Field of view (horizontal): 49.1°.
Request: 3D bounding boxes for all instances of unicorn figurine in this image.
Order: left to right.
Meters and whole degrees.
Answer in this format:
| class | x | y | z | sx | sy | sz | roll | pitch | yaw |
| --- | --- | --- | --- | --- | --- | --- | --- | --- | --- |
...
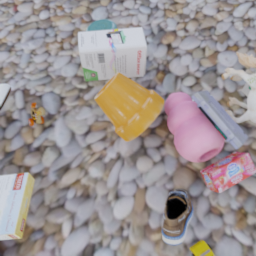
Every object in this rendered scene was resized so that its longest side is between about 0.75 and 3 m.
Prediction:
| class | x | y | z | sx | sy | sz | roll | pitch | yaw |
| --- | --- | --- | --- | --- | --- | --- | --- | --- | --- |
| unicorn figurine | 3.954 | -0.785 | 8.595 | 2.007 | 2.922 | 1.079 | 17 | 52 | 42 |

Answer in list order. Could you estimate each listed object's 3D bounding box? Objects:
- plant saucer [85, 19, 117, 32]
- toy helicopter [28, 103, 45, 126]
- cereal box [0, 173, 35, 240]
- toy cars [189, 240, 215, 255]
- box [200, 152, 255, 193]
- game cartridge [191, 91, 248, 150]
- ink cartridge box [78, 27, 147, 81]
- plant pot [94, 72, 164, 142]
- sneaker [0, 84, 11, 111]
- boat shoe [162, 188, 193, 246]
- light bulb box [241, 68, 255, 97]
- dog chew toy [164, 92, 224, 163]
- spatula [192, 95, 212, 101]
| class | x | y | z | sx | sy | sz | roll | pitch | yaw |
| --- | --- | --- | --- | --- | --- | --- | --- | --- | --- |
| plant saucer | -1.078 | -3.839 | 10.877 | 1.272 | 0.174 | 1.272 | -6 | 55 | 9 |
| toy helicopter | -2.826 | -0.494 | 8.739 | 0.428 | 1.086 | 0.718 | -16 | 92 | -35 |
| cereal box | -3.772 | 2.106 | 7.370 | 2.334 | 0.461 | 1.679 | -6 | 50 | 7 |
| toy cars | 1.937 | 3.866 | 6.839 | 0.947 | 0.468 | 2.112 | 9 | 63 | 5 |
| box | 2.850 | 1.245 | 8.006 | 1.325 | 0.661 | 0.633 | -25 | 93 | -12 |
| game cartridge | 2.532 | -0.265 | 7.734 | 1.810 | 0.347 | 1.173 | 53 | 33 | 12 |
| ink cartridge box | -0.515 | -2.474 | 9.562 | 2.153 | 1.559 | 0.904 | -6 | 62 | -3 |
| plant pot | -0.075 | -0.726 | 8.226 | 1.548 | 1.691 | 1.691 | 42 | 66 | -13 |
| sneaker | -4.525 | -0.369 | 8.144 | 1.116 | 0.960 | 2.636 | 37 | 88 | -18 |
| boat shoe | 1.282 | 2.010 | 7.063 | 0.713 | 0.714 | 1.972 | 1 | 20 | 13 |
| light bulb box | 5.417 | -1.952 | 8.656 | 2.650 | 2.673 | 1.668 | -31 | 65 | -15 |
| dog chew toy | 1.853 | -0.132 | 8.453 | 1.440 | 1.440 | 2.313 | -19 | 59 | -10 |
| spatula | 2.377 | -0.693 | 9.442 | 1.196 | 0.096 | 0.832 | -9 | 66 | -5 |
